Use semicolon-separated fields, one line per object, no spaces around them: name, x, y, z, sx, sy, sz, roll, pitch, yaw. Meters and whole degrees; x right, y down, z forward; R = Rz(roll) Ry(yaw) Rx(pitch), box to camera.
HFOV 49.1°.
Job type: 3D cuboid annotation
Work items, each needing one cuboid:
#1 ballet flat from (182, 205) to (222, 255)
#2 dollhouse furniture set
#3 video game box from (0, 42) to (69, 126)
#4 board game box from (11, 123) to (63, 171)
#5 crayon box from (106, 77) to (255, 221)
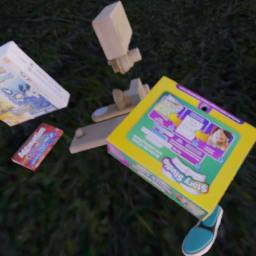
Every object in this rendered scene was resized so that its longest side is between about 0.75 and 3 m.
ballet flat;1.543;2.130;5.613;0.500;0.500;1.439;29;42;21
dollhouse furniture set;-0.816;-1.349;7.259;2.162;2.654;2.524;-16;29;15
video game box;-3.079;-1.000;7.381;2.252;2.052;0.527;-16;49;27
board game box;-3.017;0.583;9.399;0.860;0.162;1.671;20;55;16
crayon box;0.999;0.279;5.253;2.148;0.626;1.853;34;67;18
